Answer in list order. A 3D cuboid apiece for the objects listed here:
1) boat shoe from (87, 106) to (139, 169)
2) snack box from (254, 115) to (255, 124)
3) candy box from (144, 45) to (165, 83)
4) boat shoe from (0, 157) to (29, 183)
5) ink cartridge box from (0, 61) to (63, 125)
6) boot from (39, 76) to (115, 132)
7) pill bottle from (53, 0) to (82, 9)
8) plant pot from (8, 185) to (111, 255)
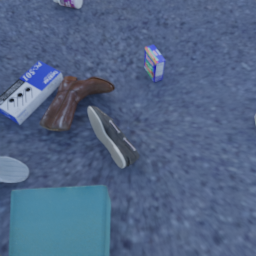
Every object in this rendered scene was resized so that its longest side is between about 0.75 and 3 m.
[{"bbox_3d":[-0.504,0.212,8.881,0.673,0.789,2.361,-22,65,-28],"label":"boat shoe"},{"bbox_3d":[5.393,-0.045,9.266,2.215,0.269,0.796,4,58,2],"label":"snack box"},{"bbox_3d":[0.944,-2.328,10.221,0.397,1.032,0.872,-21,61,-13],"label":"candy box"},{"bbox_3d":[-3.956,1.211,8.136,2.015,0.625,0.726,13,59,-22],"label":"boat shoe"},{"bbox_3d":[-3.469,-1.294,9.885,1.094,0.514,2.327,29,63,16],"label":"ink cartridge box"},{"bbox_3d":[-1.687,-0.722,9.408,2.102,0.724,2.255,5,54,18],"label":"boot"},{"bbox_3d":[-2.725,-5.810,12.566,1.223,0.686,0.686,14,59,9],"label":"pill bottle"},{"bbox_3d":[-1.446,3.062,6.417,2.090,2.092,2.959,-2,66,-2],"label":"plant pot"}]
